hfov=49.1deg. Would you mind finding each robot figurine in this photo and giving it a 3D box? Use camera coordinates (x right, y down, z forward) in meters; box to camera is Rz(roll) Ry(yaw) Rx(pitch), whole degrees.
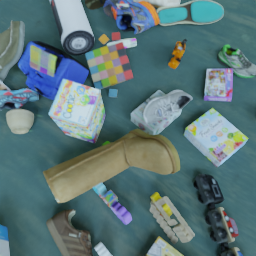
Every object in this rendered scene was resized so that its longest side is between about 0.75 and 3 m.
[{"bbox_3d":[1.747,-2.634,9.844,0.365,0.908,1.253,22,40,1],"label":"robot figurine"}]

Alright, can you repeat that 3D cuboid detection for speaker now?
[{"bbox_3d":[-2.220,-4.271,10.805,1.206,1.206,2.970,-15,62,-9],"label":"speaker"}]

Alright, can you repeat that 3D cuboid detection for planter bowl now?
[{"bbox_3d":[-3.332,-0.144,8.636,0.813,0.813,0.547,-6,67,-4],"label":"planter bowl"}]

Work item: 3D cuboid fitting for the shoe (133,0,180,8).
[{"bbox_3d":[0.955,-5.691,11.967,2.737,0.730,0.957,24,62,14],"label":"shoe"}]

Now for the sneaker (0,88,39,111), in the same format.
[{"bbox_3d":[-3.562,-0.823,9.035,1.454,0.577,0.695,-10,63,-32],"label":"sneaker"}]

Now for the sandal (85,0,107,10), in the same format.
[{"bbox_3d":[-0.962,-5.421,11.781,1.728,0.706,0.472,-7,37,21],"label":"sandal"}]

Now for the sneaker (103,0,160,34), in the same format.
[{"bbox_3d":[-0.146,-4.352,10.717,1.132,1.087,2.885,-42,46,-13],"label":"sneaker"}]

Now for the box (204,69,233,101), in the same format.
[{"bbox_3d":[3.076,-1.474,9.518,0.868,0.248,1.269,4,58,17],"label":"box"}]

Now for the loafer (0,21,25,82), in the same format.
[{"bbox_3d":[-4.088,-2.410,8.938,0.927,2.660,1.000,17,48,-37],"label":"loafer"}]

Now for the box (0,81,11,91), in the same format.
[{"bbox_3d":[-4.594,-0.791,8.926,0.442,0.664,1.764,-9,44,43],"label":"box"}]

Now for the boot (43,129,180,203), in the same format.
[{"bbox_3d":[-0.468,1.054,6.810,2.803,2.454,0.927,-24,106,-19],"label":"boot"}]

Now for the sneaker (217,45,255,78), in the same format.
[{"bbox_3d":[3.919,-2.357,9.958,0.637,0.696,1.634,-41,64,-20],"label":"sneaker"}]

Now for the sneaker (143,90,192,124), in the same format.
[{"bbox_3d":[1.183,-0.664,8.379,1.694,0.633,0.694,-35,27,-20],"label":"sneaker"}]

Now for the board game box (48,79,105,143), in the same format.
[{"bbox_3d":[-1.325,-0.380,7.861,1.016,1.973,1.035,17,75,5],"label":"board game box"}]

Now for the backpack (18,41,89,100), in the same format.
[{"bbox_3d":[-2.616,-1.887,9.176,1.916,1.557,1.607,31,89,17],"label":"backpack"}]

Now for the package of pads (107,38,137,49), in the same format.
[{"bbox_3d":[-0.214,-3.052,10.218,0.934,0.319,0.722,-2,20,26],"label":"package of pads"}]

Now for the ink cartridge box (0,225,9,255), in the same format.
[{"bbox_3d":[-3.407,3.252,6.325,1.281,0.751,1.749,-29,52,3],"label":"ink cartridge box"}]

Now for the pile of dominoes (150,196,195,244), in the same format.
[{"bbox_3d":[1.095,2.289,6.988,0.192,0.940,1.206,-29,79,-39],"label":"pile of dominoes"}]

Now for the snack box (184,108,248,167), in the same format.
[{"bbox_3d":[2.644,0.268,8.547,1.216,0.488,1.442,-35,64,-18],"label":"snack box"}]

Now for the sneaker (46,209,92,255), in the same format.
[{"bbox_3d":[-1.171,2.932,6.777,0.800,0.746,2.117,-31,69,-20],"label":"sneaker"}]

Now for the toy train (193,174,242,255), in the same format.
[{"bbox_3d":[2.438,2.572,7.191,0.676,0.504,2.952,1,57,-22],"label":"toy train"}]

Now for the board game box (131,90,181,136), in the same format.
[{"bbox_3d":[0.903,-0.457,9.016,1.359,0.437,1.003,-39,66,-22],"label":"board game box"}]

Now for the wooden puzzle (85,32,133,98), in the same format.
[{"bbox_3d":[-0.661,-2.170,9.683,1.377,0.163,2.321,-18,81,5],"label":"wooden puzzle"}]

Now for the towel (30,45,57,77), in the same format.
[{"bbox_3d":[-2.278,-1.775,7.436,0.863,0.620,0.098,26,34,15],"label":"towel"}]

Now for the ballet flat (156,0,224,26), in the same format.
[{"bbox_3d":[2.396,-4.601,11.269,2.718,0.944,0.944,-2,59,-1],"label":"ballet flat"}]

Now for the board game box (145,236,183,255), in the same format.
[{"bbox_3d":[1.176,3.849,6.460,2.218,0.384,1.503,34,65,18],"label":"board game box"}]

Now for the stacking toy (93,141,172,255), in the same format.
[{"bbox_3d":[-0.512,1.900,7.539,2.092,0.652,2.775,-35,63,-20],"label":"stacking toy"}]
